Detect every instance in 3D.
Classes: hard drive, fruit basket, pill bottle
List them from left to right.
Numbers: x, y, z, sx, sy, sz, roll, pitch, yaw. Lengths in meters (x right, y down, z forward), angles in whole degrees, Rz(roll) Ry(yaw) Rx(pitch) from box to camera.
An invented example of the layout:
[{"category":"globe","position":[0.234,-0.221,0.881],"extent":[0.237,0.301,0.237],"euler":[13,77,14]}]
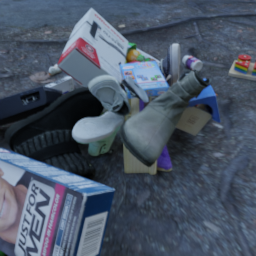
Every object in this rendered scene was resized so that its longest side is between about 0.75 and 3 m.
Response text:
[{"category":"hard drive","position":[-3.302,-0.539,8.139],"extent":[2.609,0.552,1.760],"euler":[-17,1,5]},{"category":"fruit basket","position":[0.115,-2.677,11.623],"extent":[2.158,1.092,2.330],"euler":[-36,54,-27]},{"category":"pill bottle","position":[2.851,-2.899,12.533],"extent":[0.511,0.511,0.918],"euler":[-16,39,-21]}]

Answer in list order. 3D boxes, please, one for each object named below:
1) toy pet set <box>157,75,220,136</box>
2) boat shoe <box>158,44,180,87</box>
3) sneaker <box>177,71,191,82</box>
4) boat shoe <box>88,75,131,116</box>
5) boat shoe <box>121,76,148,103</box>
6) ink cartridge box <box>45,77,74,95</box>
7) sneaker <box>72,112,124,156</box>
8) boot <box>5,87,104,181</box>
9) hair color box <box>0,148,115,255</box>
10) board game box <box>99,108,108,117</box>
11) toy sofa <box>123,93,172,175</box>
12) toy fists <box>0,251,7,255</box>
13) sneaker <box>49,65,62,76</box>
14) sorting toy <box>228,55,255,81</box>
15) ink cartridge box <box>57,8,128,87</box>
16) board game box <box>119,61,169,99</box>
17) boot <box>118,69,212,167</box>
[{"category":"toy pet set","position":[1.704,-1.162,8.485],"extent":[2.664,1.414,2.487],"euler":[21,34,-18]},{"category":"boat shoe","position":[1.179,-1.935,9.516],"extent":[1.108,2.389,0.892],"euler":[5,66,11]},{"category":"sneaker","position":[1.756,-0.970,8.846],"extent":[0.630,1.704,0.676],"euler":[2,24,2]},{"category":"boat shoe","position":[-0.352,-0.727,6.984],"extent":[0.641,1.838,0.655],"euler":[-30,70,12]},{"category":"boat shoe","position":[0.154,-0.864,6.650],"extent":[0.271,0.793,0.293],"euler":[-33,28,31]},{"category":"ink cartridge box","position":[-2.502,-1.226,9.853],"extent":[0.296,0.750,1.508],"euler":[16,34,28]},{"category":"sneaker","position":[-0.812,0.352,7.169],"extent":[0.753,1.207,2.047],"euler":[29,22,16]},{"category":"boot","position":[-1.380,0.322,7.139],"extent":[3.031,1.141,2.266],"euler":[-35,51,-20]},{"category":"hair color box","position":[-1.775,1.358,4.903],"extent":[2.898,1.449,0.877],"euler":[13,0,29]},{"category":"board game box","position":[-1.775,-0.390,9.141],"extent":[1.287,0.353,2.039],"euler":[22,41,27]},{"category":"toy sofa","position":[0.510,0.041,7.921],"extent":[1.271,1.079,2.605],"euler":[-1,35,1]},{"category":"toy fists","position":[-2.284,2.462,5.011],"extent":[0.764,0.515,1.499],"euler":[-22,40,-30]},{"category":"sneaker","position":[-3.126,-2.508,12.177],"extent":[0.392,0.322,0.852],"euler":[14,39,12]},{"category":"sorting toy","position":[5.327,-2.662,12.175],"extent":[1.541,0.539,1.550],"euler":[16,39,21]},{"category":"ink cartridge box","position":[-1.050,-2.488,9.275],"extent":[1.037,1.787,2.477],"euler":[-33,35,35]},{"category":"board game box","position":[0.418,-1.409,8.005],"extent":[1.128,0.273,1.491],"euler":[-7,42,-6]},{"category":"boot","position":[0.938,-0.479,6.200],"extent":[1.008,1.944,2.976],"euler":[44,24,-4]}]
